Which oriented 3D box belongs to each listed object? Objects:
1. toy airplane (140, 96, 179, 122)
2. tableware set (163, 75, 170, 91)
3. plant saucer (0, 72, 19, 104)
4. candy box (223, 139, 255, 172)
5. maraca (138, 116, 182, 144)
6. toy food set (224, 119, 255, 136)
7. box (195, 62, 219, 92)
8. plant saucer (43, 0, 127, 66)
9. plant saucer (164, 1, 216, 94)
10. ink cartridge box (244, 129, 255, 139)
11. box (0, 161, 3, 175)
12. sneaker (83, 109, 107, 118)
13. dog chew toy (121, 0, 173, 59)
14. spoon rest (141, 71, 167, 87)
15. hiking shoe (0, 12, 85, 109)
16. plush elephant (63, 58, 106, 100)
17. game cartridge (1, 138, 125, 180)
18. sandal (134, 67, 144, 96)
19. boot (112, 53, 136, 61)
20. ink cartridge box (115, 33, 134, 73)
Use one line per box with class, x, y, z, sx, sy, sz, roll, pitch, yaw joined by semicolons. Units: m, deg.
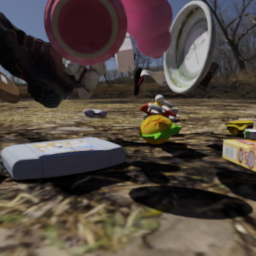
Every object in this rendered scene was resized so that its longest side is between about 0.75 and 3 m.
toy airplane;1.794;-1.054;15.113;1.950;1.382;1.958;-4;12;-16
tableware set;1.905;-2.237;11.440;1.028;1.526;0.234;-24;44;-30
plant saucer;-3.842;-1.392;8.011;1.825;0.269;1.825;43;5;-4
candy box;3.098;0.644;6.311;1.059;0.512;1.814;-2;7;-13
maraca;0.981;0.083;8.861;1.148;0.896;1.674;-27;17;-18
toy food set;4.350;0.015;10.789;1.538;0.502;0.905;-13;12;-41
box;3.059;-2.078;11.085;0.577;1.153;0.432;29;10;12
plant saucer;-0.815;-1.983;5.387;1.628;1.628;0.413;-1;25;-5
plant saucer;1.993;-2.387;8.621;0.685;2.730;2.730;4;7;-19
ink cartridge box;4.615;0.235;9.952;0.863;0.291;0.506;4;9;24
box;-3.135;0.901;5.273;1.197;0.294;0.964;0;11;-4
sneaker;-1.984;-0.821;17.029;1.432;0.536;0.713;6;-3;-1
dog chew toy;0.398;-2.609;6.322;1.331;2.137;1.331;-15;27;8
spoon rest;1.174;-2.134;11.775;1.270;0.631;0.385;16;-8;-1
hiking shoe;-2.104;-1.610;6.345;0.923;2.437;1.227;-31;9;49
plush elephant;-1.701;-1.966;9.971;1.548;1.647;1.999;38;3;-32
game cartridge;-1.454;0.646;6.530;2.567;0.533;1.710;-5;5;-32
sandal;0.545;-2.187;13.364;0.337;1.497;0.562;24;40;26
boot;-0.432;-2.895;11.456;1.327;0.435;1.093;20;48;6
ink cartridge box;-0.179;-2.469;8.685;0.511;1.233;0.905;-9;-34;-2
